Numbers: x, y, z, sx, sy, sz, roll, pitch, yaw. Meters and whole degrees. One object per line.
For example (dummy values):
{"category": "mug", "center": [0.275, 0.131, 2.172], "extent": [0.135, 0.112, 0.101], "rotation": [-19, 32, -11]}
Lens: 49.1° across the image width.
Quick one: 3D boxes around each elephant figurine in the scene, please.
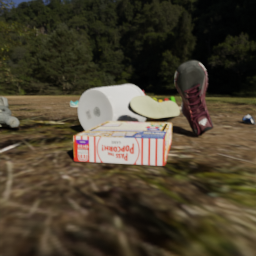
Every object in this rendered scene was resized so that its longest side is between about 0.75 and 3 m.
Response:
{"category": "elephant figurine", "center": [-5.429, -0.546, 11.234], "extent": [2.334, 1.811, 1.652], "rotation": [8, -37, -14]}

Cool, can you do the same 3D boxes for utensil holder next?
{"category": "utensil holder", "center": [-0.525, -0.662, 10.166], "extent": [1.755, 1.755, 2.065], "rotation": [6, 12, 34]}

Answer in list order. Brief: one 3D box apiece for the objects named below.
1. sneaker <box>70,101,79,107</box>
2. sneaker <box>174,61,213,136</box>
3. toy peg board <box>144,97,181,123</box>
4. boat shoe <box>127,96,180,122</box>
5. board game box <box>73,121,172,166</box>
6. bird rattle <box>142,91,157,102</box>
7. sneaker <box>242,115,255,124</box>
{"category": "sneaker", "center": [-3.990, -1.916, 22.440], "extent": [1.290, 0.514, 0.500], "rotation": [-2, 9, -15]}
{"category": "sneaker", "center": [2.291, -0.744, 8.997], "extent": [1.050, 1.603, 2.775], "rotation": [-20, -37, 6]}
{"category": "toy peg board", "center": [1.284, -0.738, 11.747], "extent": [1.388, 0.682, 1.394], "rotation": [-1, -24, -22]}
{"category": "boat shoe", "center": [0.734, -0.521, 8.674], "extent": [2.014, 0.737, 0.631], "rotation": [3, -24, -42]}
{"category": "board game box", "center": [0.050, 0.291, 7.423], "extent": [2.082, 0.637, 2.749], "rotation": [2, 9, 12]}
{"category": "bird rattle", "center": [0.771, -1.139, 14.345], "extent": [1.518, 1.238, 0.855], "rotation": [28, 30, 29]}
{"category": "sneaker", "center": [5.491, -0.324, 12.750], "extent": [0.390, 0.384, 1.013], "rotation": [-23, 5, 11]}
